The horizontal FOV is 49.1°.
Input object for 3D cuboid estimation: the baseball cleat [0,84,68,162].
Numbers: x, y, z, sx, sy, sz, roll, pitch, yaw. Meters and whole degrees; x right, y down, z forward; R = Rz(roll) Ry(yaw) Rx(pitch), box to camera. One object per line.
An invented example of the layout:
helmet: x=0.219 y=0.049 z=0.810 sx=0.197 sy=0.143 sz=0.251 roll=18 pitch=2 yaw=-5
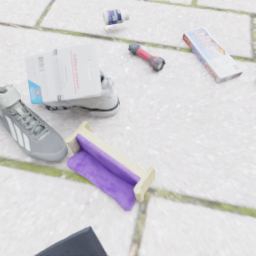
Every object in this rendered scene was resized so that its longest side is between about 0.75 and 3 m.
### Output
baseball cleat: x=-2.899 y=-0.190 z=7.689 sx=2.921 sy=1.554 sz=1.018 roll=31 pitch=56 yaw=16

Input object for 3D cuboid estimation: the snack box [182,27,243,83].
snack box: x=2.956 y=-2.679 z=10.015 sx=0.909 sy=0.308 sz=2.530 roll=-19 pitch=60 yaw=-12

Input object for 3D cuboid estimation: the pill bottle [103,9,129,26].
pill bottle: x=-0.446 y=-4.147 z=10.448 sx=0.916 sy=0.508 sz=0.508 roll=-13 pitch=58 yaw=-9

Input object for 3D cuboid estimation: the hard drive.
hard drive: x=-1.643 y=3.560 z=5.844 sx=2.922 sy=0.618 sz=1.971 roll=-29 pitch=62 yaw=-17

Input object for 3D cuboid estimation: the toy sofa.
toy sofa: x=-0.549 y=0.990 z=7.199 sx=2.376 sy=0.984 sz=1.160 roll=33 pitch=70 yaw=19

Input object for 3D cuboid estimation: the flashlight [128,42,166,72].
flashlight: x=0.618 y=-2.523 z=9.810 sx=1.449 sy=0.491 sz=0.492 roll=38 pitch=61 yaw=20

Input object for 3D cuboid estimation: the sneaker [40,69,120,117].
sneaker: x=-1.586 y=-1.190 z=8.316 sx=2.698 sy=1.551 sz=1.014 roll=9 pitch=59 yaw=5

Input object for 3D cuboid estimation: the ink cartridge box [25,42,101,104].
ink cartridge box: x=-1.467 y=-1.319 z=6.998 sx=2.168 sy=0.723 sz=1.256 roll=-3 pitch=96 yaw=27
